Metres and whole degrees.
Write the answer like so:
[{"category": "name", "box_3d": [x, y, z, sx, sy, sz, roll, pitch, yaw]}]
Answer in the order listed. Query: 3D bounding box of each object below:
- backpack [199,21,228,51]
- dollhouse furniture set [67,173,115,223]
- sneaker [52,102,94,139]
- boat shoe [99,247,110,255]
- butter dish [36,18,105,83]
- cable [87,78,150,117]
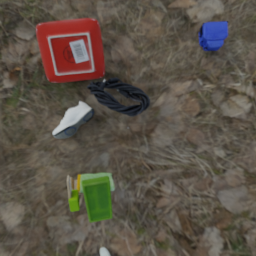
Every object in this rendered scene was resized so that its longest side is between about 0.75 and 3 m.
[{"category": "backpack", "box_3d": [3.141, -3.424, 10.631, 0.964, 1.186, 0.995, 4, 94, 2]}, {"category": "dollhouse furniture set", "box_3d": [-1.126, 1.647, 8.657, 1.474, 2.948, 1.138, -8, 103, -9]}, {"category": "sneaker", "box_3d": [-2.093, -0.272, 10.371, 1.749, 0.652, 0.762, -40, 65, -18]}, {"category": "boat shoe", "box_3d": [-0.733, 4.534, 9.544, 0.341, 0.312, 0.913, -22, 80, -4]}, {"category": "butter dish", "box_3d": [-2.032, -2.984, 10.401, 2.199, 1.630, 2.205, -6, 124, -2]}, {"category": "cable", "box_3d": [-0.317, -1.128, 9.522, 1.859, 0.579, 2.278, -2, 36, -37]}]
